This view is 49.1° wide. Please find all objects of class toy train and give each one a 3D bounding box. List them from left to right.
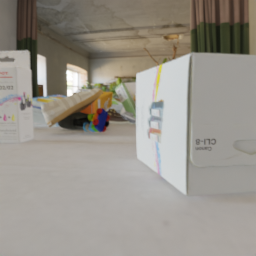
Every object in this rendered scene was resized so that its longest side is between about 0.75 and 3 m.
[{"bbox_3d":[-1.072,-0.433,9.718,0.752,1.300,0.550,-9,-38,34],"label":"toy train"}]

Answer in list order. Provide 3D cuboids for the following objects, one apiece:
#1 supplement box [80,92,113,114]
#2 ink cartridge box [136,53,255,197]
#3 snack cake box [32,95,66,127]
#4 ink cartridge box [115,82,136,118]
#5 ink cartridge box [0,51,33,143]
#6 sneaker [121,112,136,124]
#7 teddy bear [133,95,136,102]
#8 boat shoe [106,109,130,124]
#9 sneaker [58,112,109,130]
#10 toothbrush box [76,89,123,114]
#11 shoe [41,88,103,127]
[{"bbox_3d":[-1.478,-1.091,12.692,0.813,0.841,2.444,6,20,17],"label":"supplement box"},{"bbox_3d":[1.253,-0.135,4.532,1.757,1.749,2.418,-1,6,-13],"label":"ink cartridge box"},{"bbox_3d":[-3.331,-0.872,13.139,1.655,0.967,2.878,10,13,14],"label":"snack cake box"},{"bbox_3d":[0.779,-1.340,14.124,2.697,1.962,0.647,-14,-16,-47],"label":"ink cartridge box"},{"bbox_3d":[-3.564,-0.909,7.846,1.484,2.578,0.874,0,5,8],"label":"ink cartridge box"},{"bbox_3d":[0.074,-0.395,9.407,0.320,0.291,0.779,-43,43,-16],"label":"sneaker"},{"bbox_3d":[0.777,-0.917,12.624,0.693,2.076,1.505,-29,-42,13],"label":"teddy bear"},{"bbox_3d":[-0.969,-0.604,13.595,2.328,0.693,0.836,4,4,7],"label":"boat shoe"},{"bbox_3d":[-1.658,-0.264,10.728,2.012,0.764,0.913,-4,12,-22],"label":"sneaker"},{"bbox_3d":[-1.698,-1.335,15.729,1.686,0.997,2.316,-3,29,-44],"label":"toothbrush box"},{"bbox_3d":[-1.904,-0.952,9.951,0.988,0.754,2.826,-32,5,41],"label":"shoe"}]
